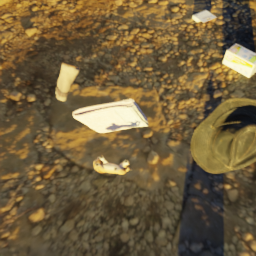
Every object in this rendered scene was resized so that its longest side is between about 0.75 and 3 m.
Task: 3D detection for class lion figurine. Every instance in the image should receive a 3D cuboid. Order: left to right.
[{"bbox_3d":[-0.437,1.099,7.754,1.268,0.777,0.460,16,67,18],"label":"lion figurine"}]

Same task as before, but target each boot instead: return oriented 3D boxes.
[{"bbox_3d":[-2.002,-1.457,9.043,0.576,1.199,1.641,16,9,-16],"label":"boot"}]

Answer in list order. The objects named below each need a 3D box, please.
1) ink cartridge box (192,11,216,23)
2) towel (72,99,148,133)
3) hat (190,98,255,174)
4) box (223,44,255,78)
[{"bbox_3d":[4.209,-6.072,15.459,1.003,0.218,0.871,-27,58,-19],"label":"ink cartridge box"},{"bbox_3d":[-0.444,-0.266,8.354,1.786,1.870,0.301,-9,71,15],"label":"towel"},{"bbox_3d":[2.858,0.451,7.195,2.345,2.345,0.946,-5,28,-4],"label":"hat"},{"bbox_3d":[5.220,-3.084,12.814,0.813,0.733,1.446,-36,60,-26],"label":"box"}]
